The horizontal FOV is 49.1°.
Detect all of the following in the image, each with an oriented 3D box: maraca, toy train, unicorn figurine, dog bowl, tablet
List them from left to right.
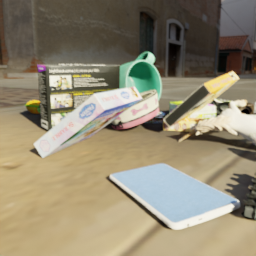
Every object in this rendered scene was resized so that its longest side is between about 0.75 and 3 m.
[{"bbox_3d":[-4.159,-0.943,12.956,1.143,0.612,0.784,7,0,-14],"label":"maraca"},{"bbox_3d":[0.159,-0.607,9.855,2.060,0.759,2.060,-20,13,5],"label":"dog bowl"},{"bbox_3d":[0.694,1.095,4.961,1.370,0.144,2.106,-7,14,-28],"label":"tablet"},{"bbox_3d":[3.138,-0.050,7.840,2.806,1.036,1.928,17,30,39],"label":"unicorn figurine"},{"bbox_3d":[2.271,1.066,4.727,0.413,0.308,1.805,11,17,29],"label":"toy train"}]

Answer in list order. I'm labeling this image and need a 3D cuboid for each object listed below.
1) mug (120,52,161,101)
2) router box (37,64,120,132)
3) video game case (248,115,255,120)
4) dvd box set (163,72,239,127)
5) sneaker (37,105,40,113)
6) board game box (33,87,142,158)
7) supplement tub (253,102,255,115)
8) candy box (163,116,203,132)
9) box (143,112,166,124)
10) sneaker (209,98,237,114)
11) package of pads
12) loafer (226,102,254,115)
[{"bbox_3d":[0.361,-2.093,13.609,1.713,2.276,2.770,-3,30,49],"label":"mug"},{"bbox_3d":[-1.679,-1.183,10.254,2.988,2.228,0.763,-9,18,-37],"label":"router box"},{"bbox_3d":[5.902,-0.130,10.012,2.539,0.279,2.315,2,13,8],"label":"video game case"},{"bbox_3d":[2.453,-0.968,9.249,2.520,0.370,1.843,-25,-14,-48],"label":"dvd box set"},{"bbox_3d":[-2.985,-1.083,12.421,0.980,1.070,2.553,8,15,31],"label":"sneaker"},{"bbox_3d":[-0.959,-0.202,7.293,2.205,0.455,2.210,-34,-4,27],"label":"board game box"},{"bbox_3d":[5.438,-0.757,11.050,0.850,0.521,0.521,5,14,30],"label":"supplement tub"},{"bbox_3d":[1.934,-0.135,9.829,1.336,0.369,0.771,4,15,15],"label":"candy box"},{"bbox_3d":[1.053,-0.433,11.459,0.858,0.237,1.257,3,13,13],"label":"box"},{"bbox_3d":[4.326,-0.976,13.014,0.857,0.783,2.119,0,18,-34],"label":"sneaker"},{"bbox_3d":[2.720,-0.793,12.201,1.373,0.606,1.778,-5,14,-21],"label":"package of pads"},{"bbox_3d":[4.839,-0.621,11.685,1.756,0.641,0.626,-14,28,-29],"label":"loafer"}]
